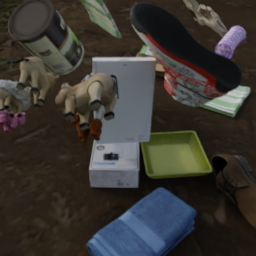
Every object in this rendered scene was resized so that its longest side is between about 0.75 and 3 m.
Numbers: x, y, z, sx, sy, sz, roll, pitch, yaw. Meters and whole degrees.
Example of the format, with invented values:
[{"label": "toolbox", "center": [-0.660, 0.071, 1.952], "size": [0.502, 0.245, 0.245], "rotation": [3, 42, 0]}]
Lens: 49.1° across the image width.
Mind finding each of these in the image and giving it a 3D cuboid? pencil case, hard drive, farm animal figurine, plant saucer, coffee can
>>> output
[{"label": "pencil case", "center": [2.872, -2.384, 7.813], "size": [0.507, 0.498, 1.187], "rotation": [34, 59, 12]}, {"label": "hard drive", "center": [-0.125, -0.644, 7.236], "size": [1.516, 2.298, 0.302], "rotation": [-2, 30, -8]}, {"label": "farm animal figurine", "center": [-1.413, -0.615, 5.437], "size": [2.182, 1.762, 1.097], "rotation": [11, 56, -20]}, {"label": "plant saucer", "center": [1.363, 0.885, 8.619], "size": [1.883, 0.451, 1.886], "rotation": [-3, 37, -4]}, {"label": "coffee can", "center": [-2.823, -3.166, 9.996], "size": [1.683, 2.300, 1.683], "rotation": [-5, 71, 15]}, {"label": "plant saucer", "center": [1.888, -3.249, 13.940], "size": [2.961, 0.524, 2.961], "rotation": [0, 38, 0]}]

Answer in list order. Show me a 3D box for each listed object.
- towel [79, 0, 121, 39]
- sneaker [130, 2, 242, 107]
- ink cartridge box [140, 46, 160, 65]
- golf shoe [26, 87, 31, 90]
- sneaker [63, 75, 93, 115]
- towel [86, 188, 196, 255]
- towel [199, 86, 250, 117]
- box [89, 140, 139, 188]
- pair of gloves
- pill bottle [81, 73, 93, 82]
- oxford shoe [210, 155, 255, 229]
[{"label": "towel", "center": [-1.275, -4.270, 9.601], "size": [0.288, 2.463, 1.879], "rotation": [-45, 58, -3]}, {"label": "sneaker", "center": [1.055, -1.539, 6.716], "size": [2.969, 1.591, 0.991], "rotation": [30, 64, -12]}, {"label": "ink cartridge box", "center": [1.004, -2.578, 10.054], "size": [1.006, 0.589, 0.338], "rotation": [18, 80, 21]}, {"label": "golf shoe", "center": [-4.099, -1.552, 11.835], "size": [0.369, 0.421, 0.956], "rotation": [5, 36, 8]}, {"label": "sneaker", "center": [-1.293, -0.863, 7.982], "size": [0.653, 1.720, 0.781], "rotation": [12, 58, -45]}, {"label": "towel", "center": [0.364, 2.438, 6.491], "size": [2.439, 0.592, 1.362], "rotation": [-29, 46, -31]}, {"label": "towel", "center": [3.909, -1.332, 11.660], "size": [1.789, 0.274, 2.345], "rotation": [21, 42, 26]}, {"label": "box", "center": [-0.371, 0.674, 8.658], "size": [1.422, 0.733, 2.438], "rotation": [1, 37, 2]}, {"label": "pair of gloves", "center": [2.513, -3.627, 9.219], "size": [1.844, 0.380, 2.168], "rotation": [21, 30, -53]}, {"label": "pill bottle", "center": [-1.347, -1.435, 9.368], "size": [0.480, 0.849, 0.480], "rotation": [35, 33, -28]}, {"label": "oxford shoe", "center": [2.782, 1.611, 7.099], "size": [1.119, 0.963, 2.651], "rotation": [13, 25, -15]}]
